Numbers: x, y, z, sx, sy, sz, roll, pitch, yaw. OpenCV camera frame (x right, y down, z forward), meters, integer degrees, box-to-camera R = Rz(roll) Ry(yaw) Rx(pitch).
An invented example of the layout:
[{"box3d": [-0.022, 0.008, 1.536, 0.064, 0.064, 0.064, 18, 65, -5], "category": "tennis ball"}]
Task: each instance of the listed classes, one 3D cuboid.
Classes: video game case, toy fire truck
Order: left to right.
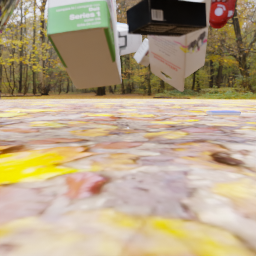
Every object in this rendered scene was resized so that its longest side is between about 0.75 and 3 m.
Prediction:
[{"box3d": [-2.972, -3.129, 6.521, 0.497, 2.513, 2.773, 30, -7, -21], "category": "video game case"}, {"box3d": [2.487, -3.977, 8.784, 1.760, 1.478, 0.987, 7, 9, 17], "category": "toy fire truck"}]

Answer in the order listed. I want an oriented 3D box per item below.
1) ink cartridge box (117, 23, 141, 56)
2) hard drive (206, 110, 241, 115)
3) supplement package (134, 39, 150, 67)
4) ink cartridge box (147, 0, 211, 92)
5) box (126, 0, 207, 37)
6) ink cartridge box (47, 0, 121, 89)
[{"box3d": [-0.959, -3.098, 9.953, 1.546, 0.904, 2.666, 26, 36, 37], "category": "ink cartridge box"}, {"box3d": [4.755, -0.766, 14.035, 1.411, 0.179, 0.931, 0, 7, -2], "category": "hard drive"}, {"box3d": [0.613, -2.547, 9.477, 0.429, 0.754, 0.413, 10, 36, -39], "category": "supplement package"}, {"box3d": [1.424, -2.634, 8.335, 0.943, 2.780, 1.601, -35, 54, -20], "category": "ink cartridge box"}, {"box3d": [0.798, -2.306, 5.927, 1.390, 0.548, 0.981, -6, 5, -26], "category": "box"}, {"box3d": [-0.929, -2.666, 6.448, 1.193, 2.842, 2.058, -7, -22, 4], "category": "ink cartridge box"}]
